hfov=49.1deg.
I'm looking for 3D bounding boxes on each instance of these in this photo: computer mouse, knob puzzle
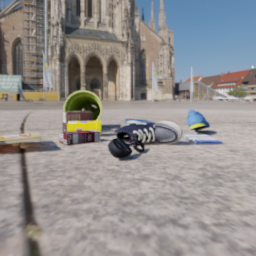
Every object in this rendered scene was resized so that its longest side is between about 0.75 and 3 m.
[{"bbox_3d":[-0.032,0.704,9.511,0.688,0.399,2.346,47,18,21],"label":"computer mouse"},{"bbox_3d":[-4.885,0.592,10.729,3.193,0.443,3.193,-4,4,0],"label":"knob puzzle"}]

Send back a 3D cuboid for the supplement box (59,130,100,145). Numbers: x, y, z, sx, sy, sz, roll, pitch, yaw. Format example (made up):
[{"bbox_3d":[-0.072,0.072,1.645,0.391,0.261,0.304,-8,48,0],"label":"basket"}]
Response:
[{"bbox_3d":[-2.125,0.410,12.331,1.614,0.491,0.878,-3,7,-36],"label":"supplement box"}]

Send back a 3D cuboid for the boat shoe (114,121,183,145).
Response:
[{"bbox_3d":[0.753,0.334,11.713,2.820,1.053,1.307,2,20,34],"label":"boat shoe"}]

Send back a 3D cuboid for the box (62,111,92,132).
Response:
[{"bbox_3d":[-2.917,-0.331,15.948,1.483,1.217,1.230,-2,6,-22],"label":"box"}]

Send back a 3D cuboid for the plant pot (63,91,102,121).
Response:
[{"bbox_3d":[-2.722,-1.040,18.496,2.471,2.471,2.271,1,-4,5],"label":"plant pot"}]

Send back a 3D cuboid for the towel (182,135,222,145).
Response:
[{"bbox_3d":[3.279,0.524,12.585,1.251,0.203,1.704,0,8,-9],"label":"towel"}]

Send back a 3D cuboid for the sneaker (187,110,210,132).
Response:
[{"bbox_3d":[3.901,-0.446,15.691,0.972,1.156,2.949,-20,-12,20],"label":"sneaker"}]

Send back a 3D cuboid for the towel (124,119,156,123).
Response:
[{"bbox_3d":[0.889,-0.087,15.804,1.576,0.685,2.823,1,5,-20],"label":"towel"}]

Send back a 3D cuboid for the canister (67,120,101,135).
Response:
[{"bbox_3d":[-2.244,0.007,14.557,1.661,0.719,1.234,-1,-6,-4],"label":"canister"}]
